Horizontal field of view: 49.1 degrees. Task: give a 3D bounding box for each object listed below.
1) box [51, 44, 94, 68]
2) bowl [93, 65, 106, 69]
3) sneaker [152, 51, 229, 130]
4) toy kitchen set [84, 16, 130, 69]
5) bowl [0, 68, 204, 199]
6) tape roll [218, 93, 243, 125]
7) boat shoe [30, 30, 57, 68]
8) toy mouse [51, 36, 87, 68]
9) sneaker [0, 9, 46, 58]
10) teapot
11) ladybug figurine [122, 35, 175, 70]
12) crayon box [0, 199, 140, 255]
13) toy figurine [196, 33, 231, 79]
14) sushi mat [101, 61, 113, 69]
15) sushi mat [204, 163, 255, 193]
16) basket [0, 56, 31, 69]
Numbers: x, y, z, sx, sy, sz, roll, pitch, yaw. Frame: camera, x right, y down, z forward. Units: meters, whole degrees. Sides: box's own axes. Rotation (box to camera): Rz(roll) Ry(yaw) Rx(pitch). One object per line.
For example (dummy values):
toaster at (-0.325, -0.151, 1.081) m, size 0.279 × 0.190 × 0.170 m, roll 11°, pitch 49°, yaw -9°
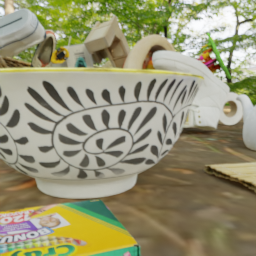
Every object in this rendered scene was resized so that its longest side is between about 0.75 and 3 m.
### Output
box at (-1.905, -1.977, 8.771) m, size 0.782 × 0.939 × 2.286 m, roll -17°, pitch 15°, yaw -27°
bowl at (-0.784, -1.508, 9.934) m, size 2.539 × 1.192 × 2.539 m, roll 14°, pitch 10°, yaw -3°
sneaker at (1.612, -0.820, 7.470) m, size 2.724 × 1.574 × 1.004 m, roll 23°, pitch -11°, yaw -30°
toy kitchen set at (-0.760, -2.068, 8.122) m, size 1.288 × 1.579 × 1.424 m, roll -11°, pitch 39°, yaw 21°
bowl at (-0.463, 0.045, 3.156) m, size 2.549 × 1.196 × 2.549 m, roll -1°, pitch 5°, yaw 0°
tape roll at (3.742, -0.725, 10.612) m, size 1.233 × 1.233 × 0.431 m, roll -2°, pitch 6°, yaw -16°
boat shoe at (-2.328, -1.875, 7.739) m, size 0.571 × 1.605 × 0.502 m, roll 10°, pitch 27°, yaw -28°
toy mouse at (-1.543, -1.444, 7.396) m, size 0.285 × 1.307 × 1.471 m, roll -12°, pitch 38°, yaw 54°
sneaker at (-3.314, -2.117, 7.126) m, size 2.604 × 0.951 × 0.922 m, roll -11°, pitch -23°, yaw 15°
teapot at (3.016, -0.170, 5.281) m, size 1.641 × 1.198 × 1.619 m, roll 2°, pitch 6°, yaw 10°
ladybug figurine at (0.527, -1.455, 7.848) m, size 1.744 × 2.569 × 0.924 m, roll 44°, pitch -33°, yaw -25°
crayon box at (-0.556, 0.665, 1.377) m, size 1.079 × 0.314 × 0.641 m, roll -2°, pitch 6°, yaw -22°
toy figurine at (2.194, -1.946, 9.684) m, size 2.133 × 1.740 × 2.317 m, roll -26°, pitch 10°, yaw 22°
sushi mat at (-0.655, -2.104, 9.569) m, size 0.450 × 0.941 × 0.057 m, roll 47°, pitch -9°, yaw 30°
sushi mat at (2.258, 0.539, 3.494) m, size 2.360 × 0.143 × 1.129 m, roll -2°, pitch 7°, yaw -16°
basket at (-3.138, -1.343, 8.712) m, size 1.274 × 1.330 × 1.786 m, roll 20°, pitch 7°, yaw 20°
